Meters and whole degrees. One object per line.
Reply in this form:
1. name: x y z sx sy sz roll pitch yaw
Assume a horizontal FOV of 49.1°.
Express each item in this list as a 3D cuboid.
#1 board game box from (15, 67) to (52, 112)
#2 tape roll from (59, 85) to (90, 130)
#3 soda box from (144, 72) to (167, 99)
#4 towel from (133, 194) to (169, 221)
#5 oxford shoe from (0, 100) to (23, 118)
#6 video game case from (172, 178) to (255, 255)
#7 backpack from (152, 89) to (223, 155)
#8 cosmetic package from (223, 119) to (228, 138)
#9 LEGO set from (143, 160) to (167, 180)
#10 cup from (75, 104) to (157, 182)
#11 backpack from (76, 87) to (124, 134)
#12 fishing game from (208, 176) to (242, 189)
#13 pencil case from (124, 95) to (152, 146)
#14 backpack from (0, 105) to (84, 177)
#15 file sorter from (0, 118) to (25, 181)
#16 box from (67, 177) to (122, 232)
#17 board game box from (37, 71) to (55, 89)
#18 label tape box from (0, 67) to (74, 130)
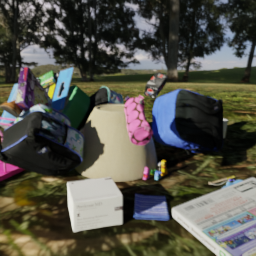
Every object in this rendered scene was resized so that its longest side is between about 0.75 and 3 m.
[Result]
1. board game box: -2.732 -0.794 8.307 0.305 1.132 1.886 0 -22 6
2. tape roll: -2.629 -0.345 10.560 0.675 2.809 2.809 41 -6 -26
3. soda box: 1.034 -1.590 10.377 0.476 0.426 1.345 20 37 13
4. towel: 0.523 1.811 6.499 0.781 0.129 1.079 3 13 2
5. oxford shoe: -3.148 -0.605 7.763 0.543 0.542 1.521 36 -9 -16
6. video game case: 2.511 1.830 5.577 2.458 0.271 2.238 -13 18 -23
7. backpack: 1.876 -0.105 9.635 2.435 1.978 2.043 14 -21 -39
8. cosmetic package: 3.384 -0.012 12.547 1.466 0.904 1.471 -11 20 -40
9. LEGO set: 0.901 1.203 8.345 0.422 0.454 1.106 8 13 32
10. cup: -0.372 0.291 8.985 2.687 1.922 2.687 1 15 0
11. backpack: -0.984 -0.546 10.845 1.525 1.748 1.989 22 -43 -30
12. fishing game: 3.098 1.595 7.184 1.331 0.289 1.858 -8 15 -20
13. pencil case: 0.236 -0.204 6.680 0.602 0.621 1.326 31 28 -30
14. backpack: -2.240 0.387 7.766 1.799 1.445 1.966 -28 -44 31
15. file sorter: -4.286 0.666 8.340 1.705 1.539 2.454 6 14 23
16. box: -0.749 1.623 6.107 1.045 0.687 1.051 -4 14 -17
17. board game box: -3.228 -1.587 10.199 1.232 0.144 0.645 -26 45 8
18. label tape box: -3.138 -0.928 10.353 2.800 0.886 2.019 -10 54 21
